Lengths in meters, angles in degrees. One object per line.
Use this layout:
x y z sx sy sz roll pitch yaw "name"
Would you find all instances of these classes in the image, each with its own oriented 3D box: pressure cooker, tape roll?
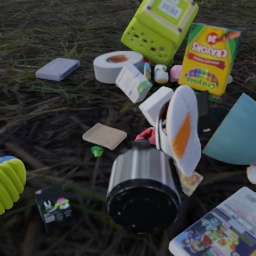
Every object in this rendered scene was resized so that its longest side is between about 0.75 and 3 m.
0.305 1.052 5.513 1.398 1.377 1.565 35 28 -16 "pressure cooker"
-0.381 -2.542 11.571 2.027 0.670 2.027 -5 33 3 "tape roll"

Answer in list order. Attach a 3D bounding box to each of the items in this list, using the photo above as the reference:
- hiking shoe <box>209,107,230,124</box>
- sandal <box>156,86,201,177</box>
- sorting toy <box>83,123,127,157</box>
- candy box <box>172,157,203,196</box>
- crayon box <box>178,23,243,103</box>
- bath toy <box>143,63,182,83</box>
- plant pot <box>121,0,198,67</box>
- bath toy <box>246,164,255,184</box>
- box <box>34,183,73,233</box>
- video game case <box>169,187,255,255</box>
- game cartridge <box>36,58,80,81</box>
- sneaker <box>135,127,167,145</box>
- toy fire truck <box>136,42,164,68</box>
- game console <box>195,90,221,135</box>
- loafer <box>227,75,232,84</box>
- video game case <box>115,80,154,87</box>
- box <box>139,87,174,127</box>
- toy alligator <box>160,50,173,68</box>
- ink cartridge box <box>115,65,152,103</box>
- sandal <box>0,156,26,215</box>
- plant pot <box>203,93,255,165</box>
3.104 -0.169 8.369 1.589 0.689 0.591 17 71 36 "hiking shoe"
0.744 0.153 4.543 0.579 2.019 0.774 20 60 31 "sandal"
-0.759 0.353 7.897 0.983 0.196 1.330 21 36 20 "sorting toy"
1.201 1.088 6.542 0.941 0.260 0.543 36 44 17 "candy box"
2.524 -2.007 8.914 1.475 2.323 0.590 20 28 24 "crayon box"
1.788 -2.163 10.792 2.377 0.878 1.033 -2 48 -3 "bath toy"
1.356 -4.263 11.390 2.317 2.103 2.306 31 73 -4 "plant pot"
3.293 0.827 6.910 0.611 0.519 1.405 -6 22 45 "bath toy"
-1.532 1.625 5.770 0.565 0.473 0.760 -17 38 -23 "box"
2.432 2.351 4.879 2.336 0.295 2.564 -23 41 -30 "video game case"
-3.002 -2.537 12.081 1.181 0.350 1.823 7 35 18 "game cartridge"
0.805 0.253 7.614 1.566 0.679 0.577 -25 42 -33 "sneaker"
1.186 -3.703 13.114 1.578 0.545 2.237 -28 38 -3 "toy fire truck"
2.082 -0.391 7.800 0.969 1.101 0.641 40 68 -11 "game console"
3.187 -1.787 10.406 1.263 0.397 0.454 1 75 1 "loafer"
0.267 -1.758 11.082 1.295 0.123 0.925 15 36 19 "video game case"
0.969 -0.609 8.299 0.986 0.751 0.524 -39 29 -6 "box"
1.662 -3.457 13.193 0.611 0.559 2.059 -6 35 -9 "toy alligator"
0.182 -1.548 9.784 0.464 0.800 1.104 -25 68 -44 "ink cartridge box"
-3.325 1.478 5.472 1.276 1.165 2.931 14 35 27 "sandal"
2.584 0.185 6.260 1.085 1.611 1.611 35 44 16 "plant pot"
